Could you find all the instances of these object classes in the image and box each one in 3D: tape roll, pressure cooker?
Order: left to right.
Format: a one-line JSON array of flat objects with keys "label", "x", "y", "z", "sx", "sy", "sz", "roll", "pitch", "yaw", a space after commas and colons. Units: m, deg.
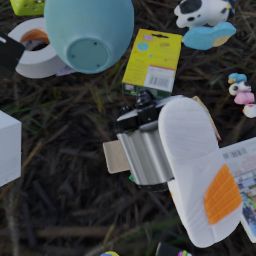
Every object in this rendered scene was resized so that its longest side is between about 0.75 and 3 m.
[{"label": "tape roll", "x": -2.827, "y": -2.580, "z": 8.960, "sx": 2.027, "sy": 0.670, "sz": 2.027, "roll": -2, "pitch": 60, "yaw": 3}, {"label": "pressure cooker", "x": 0.511, "y": 0.110, "z": 4.678, "sx": 1.398, "sy": 1.377, "sz": 1.565, "roll": -23, "pitch": 94, "yaw": -32}]

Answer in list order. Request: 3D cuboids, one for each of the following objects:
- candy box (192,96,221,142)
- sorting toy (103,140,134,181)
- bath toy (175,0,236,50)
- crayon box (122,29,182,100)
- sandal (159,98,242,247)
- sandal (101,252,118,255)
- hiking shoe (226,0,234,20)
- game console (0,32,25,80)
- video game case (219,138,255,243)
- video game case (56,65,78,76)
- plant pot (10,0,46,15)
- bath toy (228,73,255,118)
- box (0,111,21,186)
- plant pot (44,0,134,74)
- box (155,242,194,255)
[{"label": "candy box", "x": 1.569, "y": -0.168, "z": 5.839, "sx": 0.260, "sy": 0.543, "sz": 0.941, "roll": -31, "pitch": 40, "yaw": 22}, {"label": "sorting toy", "x": -0.067, "y": 0.902, "z": 7.392, "sx": 0.983, "sy": 0.196, "sz": 1.330, "roll": -9, "pitch": 58, "yaw": -10}, {"label": "bath toy", "x": 1.429, "y": -2.812, "z": 5.552, "sx": 1.033, "sy": 0.878, "sz": 2.377, "roll": -5, "pitch": 78, "yaw": -28}, {"label": "crayon box", "x": 0.799, "y": -2.010, "z": 8.763, "sx": 1.475, "sy": 0.590, "sz": 2.323, "roll": 13, "pitch": 63, "yaw": 7}, {"label": "sandal", "x": 0.841, "y": 0.530, "z": 3.499, "sx": 0.774, "sy": 0.579, "sz": 2.019, "roll": -22, "pitch": 108, "yaw": -8}, {"label": "sandal", "x": -0.289, "y": 3.914, "z": 5.246, "sx": 1.276, "sy": 1.165, "sz": 2.931, "roll": -11, "pitch": 60, "yaw": -1}, {"label": "hiking shoe", "x": 2.081, "y": -3.300, "z": 6.686, "sx": 0.591, "sy": 1.589, "sz": 0.689, "roll": -1, "pitch": 67, "yaw": 39}, {"label": "game console", "x": -2.931, "y": -1.666, "z": 6.128, "sx": 1.101, "sy": 0.641, "sz": 0.969, "roll": 28, "pitch": 100, "yaw": -22}, {"label": "video game case", "x": 3.700, "y": 1.305, "z": 7.124, "sx": 2.564, "sy": 0.295, "sz": 2.336, "roll": -16, "pitch": 62, "yaw": -10}, {"label": "video game case", "x": -1.784, "y": -2.201, "z": 9.145, "sx": 1.295, "sy": 0.123, "sz": 0.925, "roll": -14, "pitch": 62, "yaw": -8}, {"label": "plant pot", "x": -1.823, "y": -4.246, "z": 6.791, "sx": 2.317, "sy": 2.103, "sz": 2.306, "roll": -18, "pitch": 104, "yaw": -23}, {"label": "bath toy", "x": 3.388, "y": -0.954, "z": 8.237, "sx": 0.611, "sy": 0.519, "sz": 1.405, "roll": -26, "pitch": 58, "yaw": 25}, {"label": "box", "x": -2.053, "y": 0.279, "z": 4.173, "sx": 0.751, "sy": 0.986, "sz": 0.524, "roll": 25, "pitch": 29, "yaw": 24}, {"label": "plant pot", "x": -0.658, "y": -1.581, "z": 4.816, "sx": 1.611, "sy": 1.611, "sz": 1.085, "roll": -3, "pitch": 54, "yaw": -2}, {"label": "box", "x": 0.963, "y": 2.919, "z": 6.123, "sx": 0.760, "sy": 0.473, "sz": 0.565, "roll": 19, "pitch": 63, "yaw": 10}]
